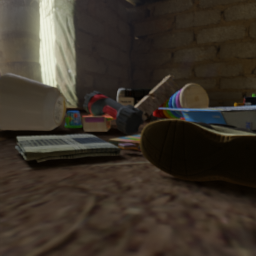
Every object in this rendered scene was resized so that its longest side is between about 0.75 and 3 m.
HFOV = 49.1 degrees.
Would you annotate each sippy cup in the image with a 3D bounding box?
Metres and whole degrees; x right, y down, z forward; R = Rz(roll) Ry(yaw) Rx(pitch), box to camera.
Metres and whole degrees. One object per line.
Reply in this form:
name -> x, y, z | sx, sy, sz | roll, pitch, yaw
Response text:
sippy cup -> -2.159, -0.337, 11.044 | 0.686, 0.641, 0.874 | -1, 5, -18

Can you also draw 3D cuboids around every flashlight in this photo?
flashlight -> -0.580, -0.502, 9.397 | 0.913, 0.909, 2.686 | -25, 33, -24

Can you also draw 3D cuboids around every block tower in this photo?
block tower -> 1.015, -1.097, 10.941 | 2.266, 0.655, 0.612 | -45, 10, -12

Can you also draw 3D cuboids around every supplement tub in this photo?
supplement tub -> 0.839, -1.377, 16.041 | 2.865, 1.755, 1.755 | 0, 5, 3

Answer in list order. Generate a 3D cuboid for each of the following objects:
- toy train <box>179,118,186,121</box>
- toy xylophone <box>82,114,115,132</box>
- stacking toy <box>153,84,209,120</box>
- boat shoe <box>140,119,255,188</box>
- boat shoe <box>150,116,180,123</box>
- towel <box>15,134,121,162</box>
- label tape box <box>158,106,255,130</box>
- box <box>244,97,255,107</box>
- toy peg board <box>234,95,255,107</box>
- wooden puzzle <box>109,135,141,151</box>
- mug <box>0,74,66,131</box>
toy train -> 2.359, -0.341, 12.519 | 1.140, 0.422, 1.518 | 2, 9, 4
toy xylophone -> -0.889, -0.203, 10.142 | 1.575, 0.540, 2.151 | -1, 6, -7
stacking toy -> 1.726, -0.735, 10.422 | 1.123, 1.123, 2.630 | -3, -9, -26
boat shoe -> 1.171, 0.339, 3.771 | 2.203, 0.806, 0.714 | 12, 5, 38
boat shoe -> 1.618, -0.245, 10.829 | 1.728, 0.492, 0.578 | -3, 7, -29
towel -> -1.272, 0.404, 5.613 | 1.795, 0.310, 1.729 | -1, 8, -27
label tape box -> 2.311, -0.015, 6.076 | 2.884, 0.913, 2.080 | -3, 5, -9
box -> 3.822, -0.704, 7.819 | 0.637, 0.356, 0.903 | -2, 5, -41
toy peg board -> 4.301, -0.412, 8.525 | 2.597, 1.276, 2.608 | -4, 6, -38
wooden puzzle -> 0.504, 0.338, 6.486 | 1.392, 0.165, 2.348 | 4, 6, 37
mug -> -3.283, -0.927, 9.984 | 2.044, 1.994, 2.490 | 9, 41, 8
